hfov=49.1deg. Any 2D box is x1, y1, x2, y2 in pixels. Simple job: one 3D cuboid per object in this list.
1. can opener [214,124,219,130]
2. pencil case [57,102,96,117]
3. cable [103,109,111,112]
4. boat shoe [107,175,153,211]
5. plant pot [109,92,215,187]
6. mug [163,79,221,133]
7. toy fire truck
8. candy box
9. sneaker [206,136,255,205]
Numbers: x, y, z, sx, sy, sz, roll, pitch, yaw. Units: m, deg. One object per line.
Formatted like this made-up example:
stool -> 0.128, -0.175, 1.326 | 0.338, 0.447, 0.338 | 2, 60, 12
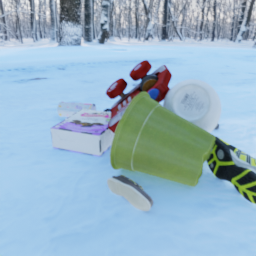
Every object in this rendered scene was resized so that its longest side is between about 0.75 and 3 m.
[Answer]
can opener -> 3.651, -0.462, 13.131 | 0.494, 0.624, 1.878 | -3, 27, -10
pencil case -> -2.511, -0.848, 13.747 | 1.904, 0.792, 0.864 | 6, 21, 16
cable -> -0.852, -0.748, 14.304 | 1.050, 0.267, 0.857 | 16, 32, 30
boat shoe -> 0.107, 1.713, 7.654 | 0.502, 0.606, 1.688 | -22, 25, -36
plant pot -> 1.170, 0.565, 8.509 | 2.510, 2.644, 2.644 | 23, 29, 19
mug -> 2.075, -0.407, 10.332 | 2.162, 2.928, 2.567 | 43, 5, 13
toy fire truck -> 0.459, -1.160, 10.680 | 2.902, 1.627, 2.437 | -36, 24, 15
candy box -> -1.526, 0.083, 11.282 | 2.072, 0.884, 2.471 | 8, 23, 19
sneaker -> 3.410, 1.221, 8.500 | 1.092, 1.078, 2.858 | -2, 31, -23
